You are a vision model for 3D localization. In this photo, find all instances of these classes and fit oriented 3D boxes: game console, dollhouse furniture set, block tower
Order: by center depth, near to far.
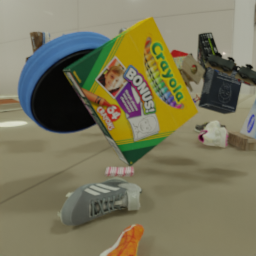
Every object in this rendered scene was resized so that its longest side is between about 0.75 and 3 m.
[{"bbox_3d":[1.482,-1.717,10.514,1.097,1.745,1.973,35,-14,-33],"label":"dollhouse furniture set"},{"bbox_3d":[4.878,0.540,12.184,0.500,0.535,1.852,-2,9,-10],"label":"block tower"},{"bbox_3d":[2.451,-2.842,13.144,0.898,1.304,1.513,-2,41,39],"label":"game console"}]

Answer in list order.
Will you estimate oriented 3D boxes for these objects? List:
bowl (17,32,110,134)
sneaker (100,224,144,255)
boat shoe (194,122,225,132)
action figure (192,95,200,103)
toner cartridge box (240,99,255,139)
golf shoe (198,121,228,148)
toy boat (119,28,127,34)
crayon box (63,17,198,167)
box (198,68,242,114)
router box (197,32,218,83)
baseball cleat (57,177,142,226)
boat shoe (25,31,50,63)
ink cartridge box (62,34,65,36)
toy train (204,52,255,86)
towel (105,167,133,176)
[{"bbox_3d":[-1.248,-0.981,7.108,2.903,2.903,0.570,-8,48,-37],"label":"bowl"},{"bbox_3d":[-0.041,2.057,4.558,0.515,0.488,1.336,23,26,22],"label":"sneaker"},{"bbox_3d":[4.292,0.009,14.658,0.732,0.618,2.054,-6,12,-29],"label":"boat shoe"},{"bbox_3d":[2.495,-1.115,11.909,1.022,0.506,0.333,-37,38,12],"label":"action figure"},{"bbox_3d":[4.184,-0.571,8.308,0.924,1.945,0.420,25,21,22],"label":"toner cartridge box"},{"bbox_3d":[3.717,0.226,12.777,1.170,0.963,2.557,-2,9,5],"label":"golf shoe"},{"bbox_3d":[0.119,-2.750,10.346,1.583,0.875,1.883,-14,-34,11],"label":"toy boat"},{"bbox_3d":[0.158,-0.789,6.316,2.151,2.493,0.727,-37,22,-14],"label":"crayon box"},{"bbox_3d":[3.102,-1.265,9.392,1.031,1.389,0.744,15,-5,-8],"label":"box"},{"bbox_3d":[3.326,-2.793,11.623,0.579,1.864,1.397,-7,-33,5],"label":"router box"},{"bbox_3d":[-0.421,1.556,6.094,1.157,0.758,2.174,6,13,30],"label":"baseball cleat"},{"bbox_3d":[-3.831,-2.757,11.749,0.900,2.486,0.898,3,12,-21],"label":"boat shoe"},{"bbox_3d":[-2.328,-2.809,11.309,1.431,0.828,2.462,35,-4,-18],"label":"ink cartridge box"},{"bbox_3d":[3.385,-1.442,7.803,2.688,0.458,0.616,29,-2,19],"label":"toy train"},{"bbox_3d":[-0.272,1.357,8.837,0.889,0.133,0.651,0,10,1],"label":"towel"}]
